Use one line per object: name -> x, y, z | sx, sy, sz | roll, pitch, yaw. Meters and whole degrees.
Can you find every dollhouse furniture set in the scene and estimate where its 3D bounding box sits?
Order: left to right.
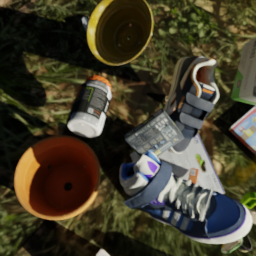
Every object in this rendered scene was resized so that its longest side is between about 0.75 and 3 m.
dollhouse furniture set -> 2.802, 2.098, 6.187 | 0.710, 1.839, 0.919 | 20, 42, -3

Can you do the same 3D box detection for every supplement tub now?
supplement tub -> -0.952, -0.562, 7.169 | 0.895, 0.895, 1.461 | 12, 61, 5

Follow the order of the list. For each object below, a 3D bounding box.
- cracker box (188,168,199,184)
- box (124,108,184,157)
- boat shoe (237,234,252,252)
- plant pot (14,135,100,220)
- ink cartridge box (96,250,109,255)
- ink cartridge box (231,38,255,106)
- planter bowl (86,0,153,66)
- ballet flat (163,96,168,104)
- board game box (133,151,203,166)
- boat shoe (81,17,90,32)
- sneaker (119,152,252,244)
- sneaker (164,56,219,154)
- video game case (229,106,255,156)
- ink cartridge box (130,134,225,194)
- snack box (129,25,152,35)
cracker box -> 1.794, 1.449, 7.814 | 0.238, 0.825, 0.553 | 10, 76, 14
box -> 0.627, 0.217, 6.762 | 1.148, 0.293, 0.905 | -37, 111, 10
boat shoe -> 3.090, 2.904, 8.439 | 0.635, 0.562, 1.735 | -36, 71, -15
plant pot -> -1.940, 1.620, 8.422 | 2.365, 1.656, 2.365 | 0, 65, 1
ink cartridge box -> -0.841, 4.167, 7.734 | 0.823, 0.802, 1.281 | 36, 70, 15
ink cartridge box -> 3.912, -1.584, 7.372 | 1.050, 2.499, 1.818 | 14, 91, -5
planter bowl -> -0.108, -2.436, 7.241 | 1.826, 0.760, 1.826 | -1, 87, 24
ballet flat -> 1.804, -0.952, 10.306 | 1.053, 0.344, 0.371 | 7, 66, 3
board game box -> 1.335, 0.951, 9.355 | 2.122, 0.505, 1.078 | 28, 69, 12
boat shoe -> -1.470, -4.139, 11.648 | 0.644, 0.502, 1.419 | -21, 65, -5
sneaker -> 0.988, 1.410, 6.112 | 2.782, 2.037, 1.121 | -1, 47, 47
sneaker -> 1.589, -0.579, 7.119 | 1.016, 1.029, 2.591 | 9, 89, -38
video game case -> 5.320, 0.464, 9.712 | 2.119, 0.259, 2.964 | -37, 71, -15
ink cartridge box -> 1.462, 1.384, 8.616 | 2.197, 0.476, 2.157 | -23, 81, 7
snack box -> 0.193, -4.537, 11.980 | 0.709, 0.240, 1.973 | -29, 69, -12
